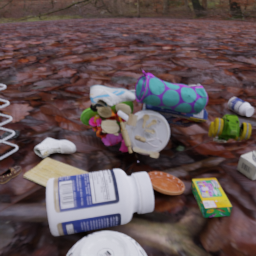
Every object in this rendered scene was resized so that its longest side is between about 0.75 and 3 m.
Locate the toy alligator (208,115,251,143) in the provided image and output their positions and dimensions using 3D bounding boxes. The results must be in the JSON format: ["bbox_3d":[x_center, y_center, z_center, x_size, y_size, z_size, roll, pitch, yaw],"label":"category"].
[{"bbox_3d":[2.956,0.017,8.518,0.951,0.689,2.869,9,-4,8],"label":"toy alligator"}]

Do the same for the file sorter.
[{"bbox_3d":[-5.139,-0.213,9.728,1.815,2.616,1.629,13,29,23],"label":"file sorter"}]

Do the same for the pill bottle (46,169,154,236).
[{"bbox_3d":[-0.675,1.762,6.912,2.450,1.361,1.361,-6,29,-10],"label":"pill bottle"}]

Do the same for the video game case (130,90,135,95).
[{"bbox_3d":[0.883,-1.219,11.222,1.724,0.197,1.569,11,0,-26],"label":"video game case"}]

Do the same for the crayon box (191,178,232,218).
[{"bbox_3d":[2.341,1.965,8.006,0.739,0.362,1.244,-2,28,-4],"label":"crayon box"}]

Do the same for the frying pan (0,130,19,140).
[{"bbox_3d":[-4.899,0.376,11.187,0.677,0.182,1.119,24,38,39],"label":"frying pan"}]

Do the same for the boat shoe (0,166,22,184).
[{"bbox_3d":[-3.801,1.456,9.039,0.304,0.303,0.862,10,28,22],"label":"boat shoe"}]

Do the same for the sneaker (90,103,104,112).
[{"bbox_3d":[-1.034,-0.810,10.302,0.833,0.319,0.477,-12,-11,14],"label":"sneaker"}]

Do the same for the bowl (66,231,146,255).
[{"bbox_3d":[-0.465,2.842,5.655,2.219,1.041,2.219,0,28,0],"label":"bowl"}]

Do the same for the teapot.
[{"bbox_3d":[0.540,0.088,9.327,1.553,1.574,1.149,-12,14,-9],"label":"teapot"}]

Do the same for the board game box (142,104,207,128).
[{"bbox_3d":[1.402,-0.591,10.535,2.305,0.711,2.303,10,-10,-13],"label":"board game box"}]

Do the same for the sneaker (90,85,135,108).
[{"bbox_3d":[-0.526,-1.014,9.613,1.613,0.651,0.617,4,-10,-19],"label":"sneaker"}]

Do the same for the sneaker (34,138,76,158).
[{"bbox_3d":[-2.665,0.820,10.038,1.503,0.554,0.869,5,29,30],"label":"sneaker"}]

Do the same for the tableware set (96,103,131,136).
[{"bbox_3d":[-0.402,-0.321,9.930,1.346,0.187,1.611,-1,48,-23],"label":"tableware set"}]

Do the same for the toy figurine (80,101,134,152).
[{"bbox_3d":[-0.521,0.044,10.548,2.199,1.651,2.024,-13,46,-13],"label":"toy figurine"}]

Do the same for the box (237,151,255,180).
[{"bbox_3d":[4.546,1.106,9.353,1.733,0.593,0.712,-16,34,-26],"label":"box"}]

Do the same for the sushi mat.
[{"bbox_3d":[-2.076,1.598,8.922,2.423,0.147,1.159,15,32,25],"label":"sushi mat"}]

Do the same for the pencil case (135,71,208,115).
[{"bbox_3d":[1.328,-1.057,8.709,2.143,0.990,0.912,9,20,-17],"label":"pencil case"}]

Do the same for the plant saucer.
[{"bbox_3d":[1.093,1.671,8.364,1.176,0.190,1.176,13,16,-4],"label":"plant saucer"}]

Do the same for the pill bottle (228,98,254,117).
[{"bbox_3d":[5.317,-0.958,13.187,0.635,0.635,1.143,-12,30,-21],"label":"pill bottle"}]

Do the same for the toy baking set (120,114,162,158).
[{"bbox_3d":[0.417,0.270,8.430,1.167,1.521,0.177,-14,4,-12],"label":"toy baking set"}]
